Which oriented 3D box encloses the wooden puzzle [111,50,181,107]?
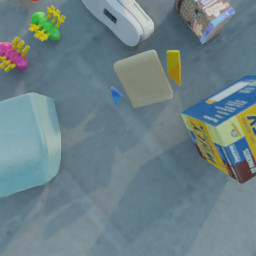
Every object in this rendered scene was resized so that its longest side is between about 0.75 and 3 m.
[{"bbox_3d":[0.388,-1.139,6.623,1.945,0.227,1.312,-4,121,27],"label":"wooden puzzle"}]

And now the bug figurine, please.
[{"bbox_3d":[-2.975,-2.647,7.153,2.143,0.711,2.764,45,82,-2],"label":"bug figurine"}]

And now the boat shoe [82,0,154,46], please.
[{"bbox_3d":[-0.342,-3.258,7.212,2.587,0.917,0.903,46,58,8],"label":"boat shoe"}]

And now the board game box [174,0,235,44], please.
[{"bbox_3d":[1.848,-2.976,6.999,0.641,1.056,1.324,-35,85,-2],"label":"board game box"}]

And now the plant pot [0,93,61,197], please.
[{"bbox_3d":[-2.485,0.430,6.352,1.851,1.846,1.885,-18,92,-2],"label":"plant pot"}]

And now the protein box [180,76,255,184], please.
[{"bbox_3d":[2.537,-0.116,6.122,1.941,1.927,1.309,-30,104,-3],"label":"protein box"}]
